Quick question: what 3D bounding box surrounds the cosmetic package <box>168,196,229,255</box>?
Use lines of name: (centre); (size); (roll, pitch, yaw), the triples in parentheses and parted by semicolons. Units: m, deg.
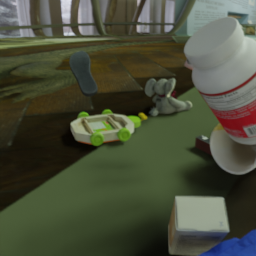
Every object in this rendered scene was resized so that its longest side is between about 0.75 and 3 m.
cosmetic package: (0.987, 1.511, 4.206); (0.706, 1.342, 0.477); (2, 53, 3)

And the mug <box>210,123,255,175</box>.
mug: (3.096, 0.265, 6.990); (1.366, 1.664, 1.332); (-8, 50, -35)

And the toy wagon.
toy wagon: (-0.556, -0.055, 9.045); (2.456, 0.486, 1.905); (-8, 25, -19)

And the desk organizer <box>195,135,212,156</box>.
desk organizer: (2.276, 0.513, 7.910); (0.291, 0.312, 0.811); (-14, 27, -30)

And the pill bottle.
pill bottle: (1.840, -0.747, 4.780); (1.165, 2.075, 1.165); (-30, 33, 22)

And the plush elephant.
plush elephant: (1.458, -1.322, 10.856); (1.465, 1.377, 1.779); (21, 31, 40)

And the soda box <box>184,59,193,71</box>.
soda box: (1.890, -1.498, 6.926); (0.954, 0.326, 0.303); (28, 47, 0)

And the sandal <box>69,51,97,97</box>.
sandal: (-1.324, -1.561, 8.174); (0.617, 0.347, 1.622); (-13, 65, -8)

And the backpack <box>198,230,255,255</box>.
backpack: (1.120, 2.069, 2.963); (1.768, 1.437, 1.484); (-14, -1, -29)
